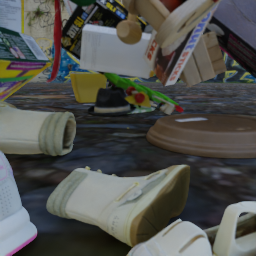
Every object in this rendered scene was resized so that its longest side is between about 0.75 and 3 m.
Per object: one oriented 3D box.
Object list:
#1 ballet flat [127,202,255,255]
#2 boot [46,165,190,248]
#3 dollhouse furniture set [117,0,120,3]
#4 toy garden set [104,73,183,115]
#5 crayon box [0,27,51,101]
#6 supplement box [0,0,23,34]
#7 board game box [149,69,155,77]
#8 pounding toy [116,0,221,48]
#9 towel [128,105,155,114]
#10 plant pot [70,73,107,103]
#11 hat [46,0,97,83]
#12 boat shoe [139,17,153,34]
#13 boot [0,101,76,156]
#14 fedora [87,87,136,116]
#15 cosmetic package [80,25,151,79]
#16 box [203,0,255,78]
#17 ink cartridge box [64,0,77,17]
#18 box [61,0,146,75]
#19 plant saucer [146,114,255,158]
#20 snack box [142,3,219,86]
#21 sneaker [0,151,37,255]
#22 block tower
[{"bbox_3d":[0.496,0.751,1.722,1.702,0.531,0.574,-6,12,-26],"label":"ballet flat"},{"bbox_3d":[-0.007,0.599,2.723,1.004,0.468,1.298,6,14,30],"label":"boot"},{"bbox_3d":[-0.831,-3.607,9.204,2.019,2.304,1.531,9,18,-25],"label":"dollhouse furniture set"},{"bbox_3d":[0.634,-0.992,9.682,2.696,0.538,2.247,17,17,-32],"label":"toy garden set"},{"bbox_3d":[-3.015,-0.812,5.276,2.504,0.846,2.902,-34,11,6],"label":"crayon box"},{"bbox_3d":[-3.621,-2.479,7.406,1.197,2.186,1.190,13,20,16],"label":"supplement box"},{"bbox_3d":[0.599,-2.329,9.877,1.270,0.256,0.972,40,41,19],"label":"board game box"},{"bbox_3d":[0.430,-1.634,2.789,2.059,1.181,1.177,-42,-1,29],"label":"pounding toy"},{"bbox_3d":[0.218,-0.673,10.148,1.268,0.148,0.967,-8,14,-35],"label":"towel"},{"bbox_3d":[-1.931,-1.960,13.595,1.555,1.372,1.555,-4,12,-18],"label":"plant pot"},{"bbox_3d":[-0.617,-1.822,3.676,1.485,1.578,1.793,-9,-20,-4],"label":"hat"},{"bbox_3d":[0.534,-2.641,7.383,1.779,0.657,0.758,-7,-3,44],"label":"boat shoe"},{"bbox_3d":[-1.824,-0.017,5.044,1.758,0.819,2.273,1,12,-6],"label":"boot"},{"bbox_3d":[-0.581,-0.969,9.576,1.845,0.843,1.845,-4,13,1],"label":"fedora"},{"bbox_3d":[-0.216,-1.558,5.713,1.445,0.815,0.586,8,30,-6],"label":"cosmetic package"},{"bbox_3d":[2.284,-2.534,5.316,2.814,1.859,1.614,45,12,12],"label":"box"},{"bbox_3d":[-1.208,-3.421,7.822,0.951,0.694,0.401,-5,40,15],"label":"ink cartridge box"},{"bbox_3d":[-0.751,-2.360,7.063,1.590,0.491,1.991,33,-35,-19],"label":"box"},{"bbox_3d":[1.762,0.050,5.764,2.773,0.409,2.773,-1,11,0],"label":"plant saucer"},{"bbox_3d":[0.786,-1.588,3.974,0.251,2.067,0.743,-15,59,-29],"label":"snack box"},{"bbox_3d":[-1.642,0.436,2.435,1.979,0.873,0.805,5,12,23],"label":"sneaker"},{"bbox_3d":[1.449,-1.628,6.523,0.808,0.864,2.990,-20,14,9],"label":"block tower"}]
